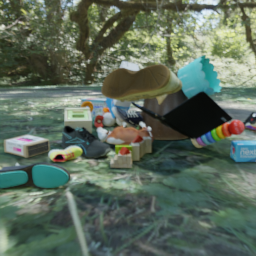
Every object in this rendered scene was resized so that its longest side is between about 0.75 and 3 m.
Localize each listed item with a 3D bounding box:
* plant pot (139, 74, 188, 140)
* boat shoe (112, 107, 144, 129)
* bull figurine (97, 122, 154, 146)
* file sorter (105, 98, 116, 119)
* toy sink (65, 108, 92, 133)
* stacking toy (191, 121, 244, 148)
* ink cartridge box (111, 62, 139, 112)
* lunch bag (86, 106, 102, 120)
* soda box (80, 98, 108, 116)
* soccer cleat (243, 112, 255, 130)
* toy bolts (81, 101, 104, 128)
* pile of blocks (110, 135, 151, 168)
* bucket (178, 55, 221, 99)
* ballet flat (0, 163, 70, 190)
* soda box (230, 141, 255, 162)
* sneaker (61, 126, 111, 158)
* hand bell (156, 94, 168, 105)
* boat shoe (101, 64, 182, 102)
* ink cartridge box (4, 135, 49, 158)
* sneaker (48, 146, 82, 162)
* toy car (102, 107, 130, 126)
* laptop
[{"bbox_3d":[1.662,-1.024,12.238,2.444,2.615,2.444,0,12,0],"label":"plant pot"},{"bbox_3d":[0.031,-0.525,11.429,0.747,0.601,1.611,-31,-37,15],"label":"boat shoe"},{"bbox_3d":[-0.073,0.262,10.646,2.164,0.705,1.314,8,28,10],"label":"bull figurine"},{"bbox_3d":[-0.528,-1.059,12.940,0.622,1.014,0.703,-14,-23,-25],"label":"file sorter"},{"bbox_3d":[-1.988,-0.268,11.014,1.003,0.862,1.539,-1,26,-11],"label":"toy sink"},{"bbox_3d":[3.129,0.155,9.807,0.787,0.787,1.844,-12,-6,-45],"label":"stacking toy"},{"bbox_3d":[-0.148,-1.702,11.899,0.750,1.780,1.287,7,53,-18],"label":"ink cartridge box"},{"bbox_3d":[-1.886,-0.695,15.032,1.057,0.899,0.674,-5,14,-21],"label":"lunch bag"},{"bbox_3d":[-1.587,-1.333,17.753,2.937,1.004,0.934,6,13,25],"label":"soda box"},{"bbox_3d":[6.092,-0.164,13.052,0.993,0.926,2.714,39,6,7],"label":"soccer cleat"},{"bbox_3d":[-1.952,-0.595,14.101,1.425,1.361,0.988,15,-1,-22],"label":"toy bolts"},{"bbox_3d":[0.087,0.625,9.053,0.897,0.679,2.184,7,15,26],"label":"pile of blocks"},{"bbox_3d":[2.824,-1.923,11.128,1.102,1.695,1.695,-23,-4,36],"label":"bucket"},{"bbox_3d":[-2.366,1.155,6.971,1.888,0.690,0.690,-3,12,-4],"label":"ballet flat"},{"bbox_3d":[4.214,0.745,8.974,1.695,0.575,0.544,0,12,0],"label":"soda box"},{"bbox_3d":[-1.533,0.467,9.615,2.170,0.860,0.818,9,18,33],"label":"sneaker"},{"bbox_3d":[0.571,-1.136,7.511,1.048,0.546,0.546,34,13,-2],"label":"hand bell"},{"bbox_3d":[0.221,-1.004,6.881,0.716,0.838,2.285,20,-9,-43],"label":"boat shoe"},{"bbox_3d":[-3.554,0.627,9.840,1.217,0.457,1.002,8,13,31],"label":"ink cartridge box"},{"bbox_3d":[-1.957,0.890,8.888,1.057,0.413,0.477,-11,21,-17],"label":"sneaker"},{"bbox_3d":[-0.553,-0.768,14.556,1.649,1.237,1.443,2,11,9],"label":"toy car"},{"bbox_3d":[1.760,-0.561,9.394,2.164,1.261,2.442,29,2,-42],"label":"laptop"}]
